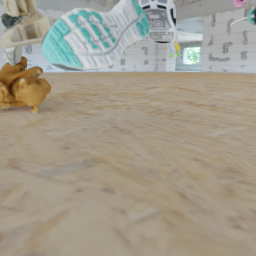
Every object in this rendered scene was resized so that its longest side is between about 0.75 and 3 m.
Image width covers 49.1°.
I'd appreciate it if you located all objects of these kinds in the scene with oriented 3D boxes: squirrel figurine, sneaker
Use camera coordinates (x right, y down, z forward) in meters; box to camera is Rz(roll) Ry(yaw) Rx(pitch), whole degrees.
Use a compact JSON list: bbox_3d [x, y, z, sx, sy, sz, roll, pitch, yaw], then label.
[{"bbox_3d":[-4.101,-1.291,10.240,2.637,1.866,2.461,-25,35,-28],"label":"squirrel figurine"},{"bbox_3d":[-0.635,-1.559,5.208,1.225,1.042,2.686,-21,13,40],"label":"sneaker"},{"bbox_3d":[-3.729,-3.456,8.900,0.821,0.470,0.314,-8,41,36],"label":"sneaker"}]

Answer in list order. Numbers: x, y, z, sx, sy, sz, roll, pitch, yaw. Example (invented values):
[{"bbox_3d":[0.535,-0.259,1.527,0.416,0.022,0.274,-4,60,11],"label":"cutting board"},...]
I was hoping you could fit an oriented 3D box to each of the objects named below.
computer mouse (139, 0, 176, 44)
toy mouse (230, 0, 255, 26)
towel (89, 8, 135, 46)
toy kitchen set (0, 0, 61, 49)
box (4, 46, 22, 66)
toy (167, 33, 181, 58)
[{"bbox_3d":[0.791,-3.480,7.890,1.494,0.598,2.725,8,-23,20],"label":"computer mouse"},{"bbox_3d":[2.427,-2.388,5.386,1.316,1.169,0.255,47,18,20],"label":"toy mouse"},{"bbox_3d":[-0.471,-3.019,8.429,1.465,0.267,1.087,49,26,18],"label":"towel"},{"bbox_3d":[-3.371,-3.810,8.953,2.433,2.195,1.985,5,25,44],"label":"toy kitchen set"},{"bbox_3d":[-4.154,-2.805,10.101,0.412,0.495,1.205,-47,1,-31],"label":"box"},{"bbox_3d":[1.278,-3.845,10.130,0.637,2.699,1.554,-14,13,23],"label":"toy"}]
